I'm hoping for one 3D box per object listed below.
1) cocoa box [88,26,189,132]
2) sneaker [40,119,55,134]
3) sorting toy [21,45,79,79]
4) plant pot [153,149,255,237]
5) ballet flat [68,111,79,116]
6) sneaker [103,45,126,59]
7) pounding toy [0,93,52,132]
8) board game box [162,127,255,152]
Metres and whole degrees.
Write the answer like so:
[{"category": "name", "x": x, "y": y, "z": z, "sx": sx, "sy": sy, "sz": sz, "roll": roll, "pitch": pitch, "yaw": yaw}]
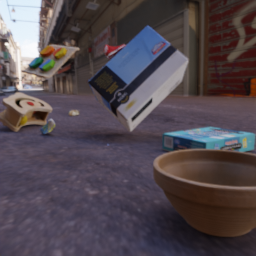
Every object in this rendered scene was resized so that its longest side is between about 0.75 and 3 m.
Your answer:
[{"category": "cocoa box", "x": 0.350, "y": -1.639, "z": 9.858, "sx": 1.894, "sy": 2.887, "sz": 1.925, "roll": 44, "pitch": -7, "yaw": 11}, {"category": "sneaker", "x": -2.945, "y": 0.008, "z": 10.180, "sx": 0.440, "sy": 0.317, "sz": 0.837, "roll": -41, "pitch": -5, "yaw": -38}, {"category": "sorting toy", "x": -1.952, "y": -1.700, "z": 6.906, "sx": 1.116, "sy": 0.220, "sz": 1.206, "roll": 19, "pitch": 58, "yaw": 38}, {"category": "plant pot", "x": 1.224, "y": 0.866, "z": 3.753, "sx": 1.771, "sy": 0.818, "sz": 1.771, "roll": -1, "pitch": 9, "yaw": 0}, {"category": "ballet flat", "x": -3.162, "y": -0.867, "z": 16.520, "sx": 0.309, "sy": 0.334, "sz": 0.947, "roll": 18, "pitch": 18, "yaw": 16}, {"category": "sneaker", "x": -0.489, "y": -2.688, "z": 9.402, "sx": 0.798, "sy": 0.461, "sz": 0.312, "roll": -36, "pitch": -9, "yaw": -23}, {"category": "pounding toy", "x": -4.504, "y": -0.414, "z": 12.236, "sx": 1.680, "sy": 1.686, "sz": 2.939, "roll": 27, "pitch": 17, "yaw": -7}, {"category": "board game box", "x": 2.241, "y": 0.391, "z": 7.836, "sx": 2.054, "sy": 0.482, "sz": 1.551, "roll": -6, "pitch": 11, "yaw": -34}]
